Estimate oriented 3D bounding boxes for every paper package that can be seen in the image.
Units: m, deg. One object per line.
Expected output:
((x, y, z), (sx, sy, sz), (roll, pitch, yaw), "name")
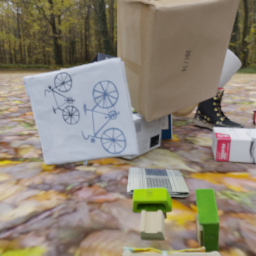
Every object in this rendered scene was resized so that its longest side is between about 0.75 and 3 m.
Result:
((1.165, -1.960, 7.115), (2.713, 2.846, 1.472), (-20, 43, -26), "paper package")

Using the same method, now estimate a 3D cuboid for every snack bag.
((-1.093, -0.262, 6.543), (2.425, 2.286, 0.260), (-9, 11, 10), "snack bag")

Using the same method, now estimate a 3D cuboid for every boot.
((3.245, -0.662, 10.026), (0.724, 1.490, 1.979), (-11, 21, -37), "boot")

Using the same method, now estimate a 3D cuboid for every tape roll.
((3.248, -2.430, 10.853), (1.785, 1.225, 1.785), (37, 10, -7), "tape roll")

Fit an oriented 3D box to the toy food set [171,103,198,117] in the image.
((2.115, -1.440, 12.011), (2.011, 1.991, 0.489), (-43, 7, -19), "toy food set")

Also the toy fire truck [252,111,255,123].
((5.394, -0.317, 10.721), (0.943, 0.689, 1.072), (0, 4, 0), "toy fire truck")

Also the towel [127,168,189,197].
((0.575, 1.131, 5.773), (1.175, 0.211, 1.220), (3, 12, 0), "towel")

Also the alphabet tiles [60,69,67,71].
((-2.343, -1.486, 12.066), (2.139, 2.092, 0.156), (7, 19, 33), "alphabet tiles")

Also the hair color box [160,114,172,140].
((1.083, -0.629, 10.053), (0.861, 1.422, 2.844), (-2, 14, 7), "hair color box")

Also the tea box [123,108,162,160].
((-0.101, 0.049, 7.979), (1.576, 1.070, 1.602), (11, 15, 32), "tea box")

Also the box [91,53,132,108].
((-0.445, -2.074, 12.879), (2.532, 1.874, 1.321), (9, -17, -24), "box")

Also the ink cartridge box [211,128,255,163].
((3.066, 0.450, 7.396), (1.552, 0.647, 1.127), (3, 15, 11), "ink cartridge box")

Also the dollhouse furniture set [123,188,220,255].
((0.545, 1.639, 3.278), (1.110, 0.850, 1.694), (-4, 42, 10), "dollhouse furniture set")
